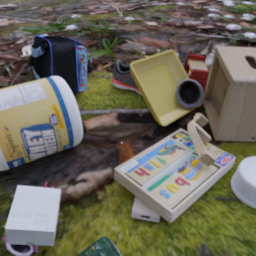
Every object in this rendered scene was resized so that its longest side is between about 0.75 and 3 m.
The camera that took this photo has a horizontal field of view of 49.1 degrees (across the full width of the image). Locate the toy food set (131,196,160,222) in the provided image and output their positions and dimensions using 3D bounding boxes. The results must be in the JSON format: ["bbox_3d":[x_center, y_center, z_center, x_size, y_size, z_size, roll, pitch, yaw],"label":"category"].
[{"bbox_3d":[0.483,1.872,6.884,0.666,0.280,0.928,8,31,8],"label":"toy food set"}]

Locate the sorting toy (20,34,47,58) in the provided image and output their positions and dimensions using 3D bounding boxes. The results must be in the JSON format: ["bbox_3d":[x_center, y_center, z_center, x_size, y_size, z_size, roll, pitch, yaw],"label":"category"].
[{"bbox_3d":[-4.513,-3.773,13.619,1.390,0.825,1.544,-13,41,-4],"label":"sorting toy"}]

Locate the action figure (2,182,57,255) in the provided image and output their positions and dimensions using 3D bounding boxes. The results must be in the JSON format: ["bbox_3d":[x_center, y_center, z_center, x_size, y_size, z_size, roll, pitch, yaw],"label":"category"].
[{"bbox_3d":[-2.124,1.886,6.072,1.069,1.188,1.596,18,65,4],"label":"action figure"}]

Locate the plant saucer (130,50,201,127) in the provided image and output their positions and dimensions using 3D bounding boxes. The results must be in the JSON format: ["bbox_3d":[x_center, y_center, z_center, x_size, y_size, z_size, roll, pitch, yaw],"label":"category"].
[{"bbox_3d":[1.252,-1.385,9.834,2.332,0.565,2.332,-27,89,-37],"label":"plant saucer"}]

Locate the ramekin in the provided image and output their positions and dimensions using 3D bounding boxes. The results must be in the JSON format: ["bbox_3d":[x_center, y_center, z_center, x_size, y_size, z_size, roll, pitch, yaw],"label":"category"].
[{"bbox_3d":[3.400,1.358,7.178,1.354,0.660,1.354,0,38,0],"label":"ramekin"}]

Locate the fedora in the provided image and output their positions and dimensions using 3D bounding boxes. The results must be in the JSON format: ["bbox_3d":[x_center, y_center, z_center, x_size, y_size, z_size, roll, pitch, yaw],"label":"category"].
[{"bbox_3d":[2.206,-1.180,10.052,0.963,0.492,1.089,-26,75,11],"label":"fedora"}]

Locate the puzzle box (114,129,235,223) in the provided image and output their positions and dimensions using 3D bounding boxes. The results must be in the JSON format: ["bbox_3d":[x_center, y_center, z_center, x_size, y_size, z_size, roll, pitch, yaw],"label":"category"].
[{"bbox_3d":[1.304,1.078,7.522,1.930,0.369,2.902,31,43,34],"label":"puzzle box"}]

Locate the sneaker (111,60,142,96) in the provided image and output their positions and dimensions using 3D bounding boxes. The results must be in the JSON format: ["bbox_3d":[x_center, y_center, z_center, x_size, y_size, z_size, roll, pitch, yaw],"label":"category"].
[{"bbox_3d":[0.662,-1.977,10.926,2.865,1.173,1.104,12,39,11],"label":"sneaker"}]

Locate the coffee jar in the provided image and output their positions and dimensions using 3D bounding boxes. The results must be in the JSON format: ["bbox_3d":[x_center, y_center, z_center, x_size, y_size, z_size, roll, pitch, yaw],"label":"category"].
[{"bbox_3d":[-0.971,2.910,5.087,1.926,0.822,1.004,-22,47,-27],"label":"coffee jar"}]

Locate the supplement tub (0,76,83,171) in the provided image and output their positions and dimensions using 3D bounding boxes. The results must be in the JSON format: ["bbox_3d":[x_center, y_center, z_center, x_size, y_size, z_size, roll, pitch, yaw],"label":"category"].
[{"bbox_3d":[-2.998,-0.090,7.816,2.973,2.150,2.150,-20,43,-22],"label":"supplement tub"}]

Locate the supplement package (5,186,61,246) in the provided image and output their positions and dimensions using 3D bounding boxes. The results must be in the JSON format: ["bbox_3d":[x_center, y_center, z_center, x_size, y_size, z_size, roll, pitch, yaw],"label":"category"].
[{"bbox_3d":[-1.823,1.723,5.481,0.864,0.665,0.904,8,43,-10],"label":"supplement package"}]

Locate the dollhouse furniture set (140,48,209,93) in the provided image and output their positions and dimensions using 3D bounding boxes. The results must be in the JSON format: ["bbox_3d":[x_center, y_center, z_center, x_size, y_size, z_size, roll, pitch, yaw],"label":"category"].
[{"bbox_3d":[1.785,-2.196,11.055,2.705,1.100,1.456,7,38,-1],"label":"dollhouse furniture set"}]

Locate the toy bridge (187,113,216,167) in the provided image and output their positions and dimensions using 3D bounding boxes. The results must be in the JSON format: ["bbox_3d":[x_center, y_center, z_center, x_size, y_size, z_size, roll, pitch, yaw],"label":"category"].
[{"bbox_3d":[2.034,0.150,8.021,0.736,0.298,2.190,39,30,-16],"label":"toy bridge"}]

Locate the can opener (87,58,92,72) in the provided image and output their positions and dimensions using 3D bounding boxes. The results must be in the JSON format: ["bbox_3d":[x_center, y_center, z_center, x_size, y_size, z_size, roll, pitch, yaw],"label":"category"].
[{"bbox_3d":[-2.041,-3.153,12.854,0.809,0.652,2.057,-6,39,-6],"label":"can opener"}]

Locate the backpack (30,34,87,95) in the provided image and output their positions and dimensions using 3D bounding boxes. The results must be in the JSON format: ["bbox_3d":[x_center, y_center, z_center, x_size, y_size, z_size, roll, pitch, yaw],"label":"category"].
[{"bbox_3d":[-2.815,-2.490,10.911,1.665,2.260,2.475,-14,29,-29],"label":"backpack"}]

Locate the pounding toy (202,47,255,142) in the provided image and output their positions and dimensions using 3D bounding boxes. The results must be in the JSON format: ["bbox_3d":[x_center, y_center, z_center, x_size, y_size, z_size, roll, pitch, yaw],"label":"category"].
[{"bbox_3d":[3.769,-1.433,9.041,1.998,2.587,2.810,2,40,0],"label":"pounding toy"}]
